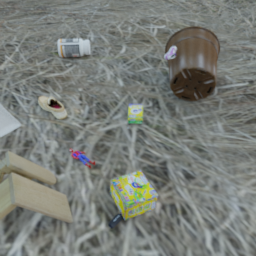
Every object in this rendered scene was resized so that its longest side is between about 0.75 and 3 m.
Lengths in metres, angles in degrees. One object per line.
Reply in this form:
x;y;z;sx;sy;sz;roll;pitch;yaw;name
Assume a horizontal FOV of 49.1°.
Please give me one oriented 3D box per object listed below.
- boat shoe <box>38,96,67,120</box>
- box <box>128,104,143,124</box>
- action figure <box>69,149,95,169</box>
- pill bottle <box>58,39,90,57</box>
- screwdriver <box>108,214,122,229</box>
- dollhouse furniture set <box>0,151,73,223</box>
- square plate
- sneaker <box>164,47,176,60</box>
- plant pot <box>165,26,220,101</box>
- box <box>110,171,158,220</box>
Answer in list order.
-3.281;-1.032;12.090;1.765;0.610;0.651;31;51;29;boat shoe
0.307;-0.586;11.889;0.629;0.259;1.071;1;45;2;box
-1.711;1.053;10.155;1.151;0.297;0.377;26;52;29;action figure
-2.957;-4.396;15.393;1.670;0.972;0.972;-3;43;-4;pill bottle
-0.004;2.504;8.668;1.645;0.229;0.239;-35;25;-34;screwdriver
-3.643;2.319;8.664;2.628;2.141;2.499;-39;46;10;dollhouse furniture set
-3.383;-0.160;7.033;0.967;0.958;0.138;-29;44;2;square plate
1.892;-3.116;11.697;0.440;0.280;0.773;12;58;50;sneaker
2.904;-2.776;12.725;2.595;2.595;2.569;6;51;6;plant pot
0.155;2.052;8.659;1.080;0.684;1.122;-13;41;-22;box
